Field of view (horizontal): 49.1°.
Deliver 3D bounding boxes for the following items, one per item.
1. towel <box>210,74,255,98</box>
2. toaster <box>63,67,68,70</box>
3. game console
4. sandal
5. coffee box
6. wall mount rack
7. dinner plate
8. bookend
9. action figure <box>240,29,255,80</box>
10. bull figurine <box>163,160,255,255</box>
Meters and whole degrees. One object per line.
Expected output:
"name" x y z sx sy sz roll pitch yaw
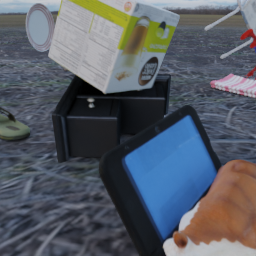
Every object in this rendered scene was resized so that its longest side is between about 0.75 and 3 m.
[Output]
"towel" 5.259 -1.899 12.548 1.862 0.381 2.545 -23 33 -39
"toaster" -3.127 -3.781 16.148 0.889 0.782 1.376 12 32 15
"game console" 1.449 1.038 4.504 2.633 1.742 2.994 17 30 34
"sandal" -3.973 -0.282 8.589 2.543 0.726 1.010 14 28 28
"coffee box" -0.368 -2.320 7.195 2.134 2.110 2.130 34 28 25
"wall mount rack" 3.407 -3.187 8.564 1.822 2.097 0.782 -50 35 -6
"dinner plate" -3.518 -3.980 11.145 0.220 1.816 1.816 7 26 17
"bookend" -0.231 -0.411 7.842 2.969 1.376 2.988 2 30 2
"action figure" 2.305 -1.150 5.007 1.296 0.641 0.423 20 35 -40
"bull figurine" 1.722 1.346 4.115 1.715 0.920 2.825 18 33 25
